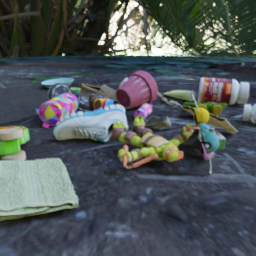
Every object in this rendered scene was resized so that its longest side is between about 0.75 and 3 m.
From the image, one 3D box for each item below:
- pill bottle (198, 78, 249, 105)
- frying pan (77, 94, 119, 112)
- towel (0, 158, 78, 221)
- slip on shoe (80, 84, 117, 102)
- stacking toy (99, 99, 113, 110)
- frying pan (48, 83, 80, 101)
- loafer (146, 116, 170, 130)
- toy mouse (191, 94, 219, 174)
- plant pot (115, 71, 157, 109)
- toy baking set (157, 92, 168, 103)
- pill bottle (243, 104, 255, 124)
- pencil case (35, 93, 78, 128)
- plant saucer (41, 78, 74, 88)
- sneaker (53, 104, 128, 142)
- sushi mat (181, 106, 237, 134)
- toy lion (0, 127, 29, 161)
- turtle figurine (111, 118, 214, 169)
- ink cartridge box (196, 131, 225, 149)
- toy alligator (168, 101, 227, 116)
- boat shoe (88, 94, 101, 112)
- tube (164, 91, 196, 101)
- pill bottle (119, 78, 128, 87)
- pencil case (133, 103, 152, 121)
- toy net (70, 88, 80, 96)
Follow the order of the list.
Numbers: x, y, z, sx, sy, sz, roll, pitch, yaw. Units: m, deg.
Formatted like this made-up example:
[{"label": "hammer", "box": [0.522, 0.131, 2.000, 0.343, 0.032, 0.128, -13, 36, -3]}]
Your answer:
[{"label": "pill bottle", "box": [4.615, -1.773, 13.663, 2.232, 1.223, 1.223, 7, 19, 15]}, {"label": "frying pan", "box": [-1.129, -1.125, 12.968, 2.670, 0.435, 1.615, 6, 29, 0]}, {"label": "towel", "box": [-2.003, 1.173, 5.924, 1.623, 0.399, 2.188, -3, 17, -21]}, {"label": "slip on shoe", "box": [-1.194, -1.774, 14.303, 2.756, 0.835, 1.048, 7, 20, 21]}, {"label": "stacking toy", "box": [-1.244, -1.054, 12.165, 1.089, 0.598, 0.632, 17, 10, 23]}, {"label": "frying pan", "box": [-2.766, -1.267, 12.846, 0.331, 1.232, 2.036, 2, -20, 44]}, {"label": "loafer", "box": [1.070, -0.142, 10.023, 1.122, 0.383, 0.424, -2, 45, 55]}, {"label": "toy mouse", "box": [2.061, 0.337, 7.234, 0.381, 1.968, 1.749, -13, 57, 8]}, {"label": "plant pot", "box": [0.291, -1.636, 12.991, 1.646, 1.646, 1.474, 18, 41, 43]}, {"label": "toy baking set", "box": [1.606, -1.664, 14.129, 0.137, 0.904, 1.178, -43, 24, 11]}, {"label": "pill bottle", "box": [5.098, -0.499, 10.557, 1.382, 0.757, 0.757, 8, 20, 24]}, {"label": "pencil case", "box": [-2.727, -0.753, 11.086, 0.997, 0.997, 2.256, 3, 17, 9]}, {"label": "plant saucer", "box": [-4.531, -2.838, 18.113, 2.062, 0.397, 2.062, -4, 19, 1]}, {"label": "sneaker", "box": [-1.140, 0.036, 8.840, 2.423, 0.908, 1.050, -17, 56, -7]}, {"label": "sushi mat", "box": [2.616, -0.225, 8.734, 1.255, 0.159, 2.623, 24, 4, 29]}, {"label": "toy lion", "box": [-4.106, 0.441, 7.826, 2.659, 0.913, 2.549, -12, 14, -31]}, {"label": "turtle figurine", "box": [0.727, 0.381, 7.564, 2.828, 0.911, 2.281, -22, 29, -26]}, {"label": "ink cartridge box", "box": [2.564, 0.308, 8.789, 0.585, 0.334, 1.126, 0, 18, -1]}, {"label": "toy alligator", "box": [2.834, -0.750, 11.491, 2.457, 0.590, 0.814, 3, 14, -2]}, {"label": "boat shoe", "box": [-1.195, -0.672, 10.226, 0.452, 1.283, 0.451, -29, 54, -29]}, {"label": "tube", "box": [2.745, -1.797, 15.026, 0.572, 0.511, 1.970, 34, -8, -32]}, {"label": "pill bottle", "box": [0.234, -2.334, 15.614, 1.065, 1.065, 1.878, 6, 19, 18]}, {"label": "pencil case", "box": [0.615, -0.642, 11.353, 0.530, 0.530, 1.199, 6, 22, 18]}, {"label": "toy net", "box": [-2.491, -2.192, 16.351, 0.974, 0.359, 1.857, 9, 20, 27]}]
